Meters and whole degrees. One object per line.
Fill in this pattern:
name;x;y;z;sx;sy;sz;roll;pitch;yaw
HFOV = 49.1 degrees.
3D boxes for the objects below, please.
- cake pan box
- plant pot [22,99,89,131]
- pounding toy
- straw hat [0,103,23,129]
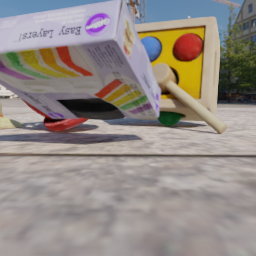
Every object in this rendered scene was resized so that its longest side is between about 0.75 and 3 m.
cake pan box;-0.685;-0.690;3.825;1.949;0.554;2.117;2;-18;18
plant pot;-1.509;-1.039;6.297;1.953;1.778;1.953;-21;26;11
pounding toy;1.249;-1.231;7.331;2.760;2.998;2.131;3;-10;23
straw hat;-3.807;-0.500;7.398;2.086;0.883;2.086;3;6;0
